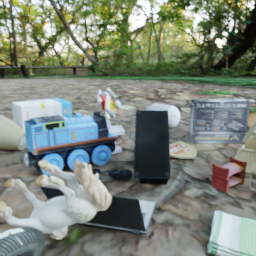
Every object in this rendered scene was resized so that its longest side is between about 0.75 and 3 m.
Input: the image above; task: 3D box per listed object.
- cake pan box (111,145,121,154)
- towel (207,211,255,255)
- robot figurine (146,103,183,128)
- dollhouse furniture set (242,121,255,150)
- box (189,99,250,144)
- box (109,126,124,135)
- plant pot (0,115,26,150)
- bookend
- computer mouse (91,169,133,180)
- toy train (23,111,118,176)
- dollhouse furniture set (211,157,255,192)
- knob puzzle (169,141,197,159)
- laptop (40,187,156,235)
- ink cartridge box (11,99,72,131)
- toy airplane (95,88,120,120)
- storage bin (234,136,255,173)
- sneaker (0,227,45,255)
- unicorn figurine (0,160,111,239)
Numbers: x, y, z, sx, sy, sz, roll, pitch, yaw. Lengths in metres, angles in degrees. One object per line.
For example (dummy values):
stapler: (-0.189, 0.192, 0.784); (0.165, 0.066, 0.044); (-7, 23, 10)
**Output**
cake pan box: (-0.728, 0.759, 10.184); (0.788, 0.206, 0.725); (-8, 19, -29)
towel: (2.428, 2.025, 5.103); (1.786, 0.274, 1.333); (6, 16, 21)
robot figurine: (1.704, -0.590, 13.624); (1.925, 1.087, 1.632); (14, -2, 43)
dollhouse furniture set: (4.487, 0.285, 7.514); (2.131, 1.615, 2.432); (34, 26, 19)
box: (3.571, -0.260, 11.075); (2.184, 1.729, 0.528); (0, 16, 1)
box: (-0.582, 0.117, 12.692); (0.729, 0.193, 0.935); (-3, 14, -10)
plant pot: (-4.391, 0.303, 10.280); (1.347, 1.261, 1.261); (18, 19, 16)
bookend: (0.650, 0.832, 7.976); (0.906, 1.954, 1.966); (1, -30, 3)
computer mouse: (-0.607, 1.337, 7.969); (1.559, 0.265, 0.457); (-1, 6, 24)
toy train: (-1.706, 0.395, 8.596); (2.937, 1.678, 1.273); (-8, 17, -29)
dollhouse furniture set: (3.018, 1.330, 7.016); (0.873, 0.660, 1.622); (-12, 18, -38)
knob puzzle: (1.852, 0.857, 9.768); (1.327, 0.184, 1.327); (0, 21, 0)
laptop: (-0.453, 1.406, 5.681); (1.795, 1.111, 1.917); (4, 14, 14)
ink cartridge box: (-3.606, -0.340, 11.777); (2.067, 1.517, 1.510); (-9, 18, -34)
toy airplane: (-0.614, -0.790, 8.999); (0.720, 1.020, 1.016); (-6, 5, 8)
storage bin: (4.290, 0.849, 8.721); (1.589, 0.750, 1.600); (9, 17, 30)
sneaker: (-1.925, 2.203, 3.376); (1.176, 0.864, 2.600); (14, 23, 34)
unicorn figurine: (-1.266, 1.344, 4.678); (2.357, 1.619, 0.870); (-16, 41, 37)
